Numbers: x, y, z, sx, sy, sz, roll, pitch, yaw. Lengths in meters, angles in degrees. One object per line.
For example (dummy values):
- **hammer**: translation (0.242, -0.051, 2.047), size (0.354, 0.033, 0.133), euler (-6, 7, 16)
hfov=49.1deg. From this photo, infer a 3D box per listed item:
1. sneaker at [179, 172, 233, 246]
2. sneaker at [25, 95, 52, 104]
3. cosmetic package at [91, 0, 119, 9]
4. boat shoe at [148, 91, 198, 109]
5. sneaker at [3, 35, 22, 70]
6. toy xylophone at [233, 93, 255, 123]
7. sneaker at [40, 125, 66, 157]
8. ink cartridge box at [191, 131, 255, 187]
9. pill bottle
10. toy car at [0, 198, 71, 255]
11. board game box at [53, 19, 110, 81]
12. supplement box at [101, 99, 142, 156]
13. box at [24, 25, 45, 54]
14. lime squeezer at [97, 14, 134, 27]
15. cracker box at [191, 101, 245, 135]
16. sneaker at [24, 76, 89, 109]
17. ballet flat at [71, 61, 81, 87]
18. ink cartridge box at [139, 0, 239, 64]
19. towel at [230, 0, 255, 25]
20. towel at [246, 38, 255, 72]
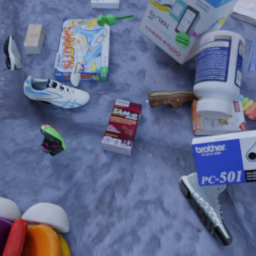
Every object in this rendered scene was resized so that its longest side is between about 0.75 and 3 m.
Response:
- **sneaker**: translation (2.378, 1.956, 7.486), size (1.182, 0.768, 2.047), euler (-25, 62, -16)
- **sneaker**: translation (-2.945, -1.160, 9.473), size (0.989, 0.330, 0.530), euler (14, 65, 11)
- **cosmetic package**: translation (-0.966, -5.331, 11.863), size (1.160, 0.294, 0.479), euler (1, 61, 1)
- **boat shoe**: translation (1.495, -0.929, 9.265), size (1.736, 0.625, 0.586), euler (-2, 93, -10)
- **sneaker**: translation (-2.980, -1.938, 7.272), size (0.389, 0.362, 0.981), euler (-1, 75, -45)
- **toy xylophone**: translation (3.855, -0.624, 9.207), size (1.091, 0.274, 0.799), euler (36, 67, 19)
- **sneaker**: translation (-2.040, 0.409, 7.452), size (0.528, 1.376, 0.576), euler (38, 70, 22)
- **ink cartridge box**: translation (2.821, 0.696, 6.644), size (2.416, 0.534, 1.136), euler (-9, 101, 19)
- **pill bottle**: translation (2.656, -1.518, 8.320), size (1.301, 1.301, 2.345), euler (9, 81, 5)
- **toy car**: translation (-2.778, 2.781, 6.204), size (2.859, 2.144, 2.502), euler (6, 61, 3)
- **board game box**: translation (-1.625, -2.948, 10.400), size (1.875, 0.477, 2.770), euler (-1, 60, 0)
- **supplement box**: translation (-0.170, -0.042, 8.746), size (0.897, 0.502, 1.649), euler (12, 60, 7)
- **box**: translation (-3.553, -3.371, 10.660), size (0.544, 0.445, 1.145), euler (-1, 60, -1)
- **lime squeezer**: translation (-0.530, -3.347, 8.541), size (1.978, 0.699, 0.373), euler (-38, 104, -56)
- **cracker box**: translation (2.829, -0.316, 8.879), size (1.538, 0.444, 1.030), euler (1, 67, 0)
- **sneaker**: translation (-2.284, -1.161, 9.094), size (2.115, 0.766, 0.760), euler (9, 53, -15)
- **ballet flat**: translation (-1.724, -1.834, 9.346), size (0.314, 0.314, 0.874), euler (3, 75, 1)
- **ink cartridge box**: translation (2.132, -4.090, 9.257), size (2.108, 2.873, 2.098), euler (42, 53, 11)
- **towel**: translation (5.301, -4.939, 11.656), size (1.703, 0.274, 1.626), euler (27, 64, 13)
- **towel**: translation (3.242, -1.831, 7.155), size (0.131, 0.795, 1.098), euler (15, 16, 27)
